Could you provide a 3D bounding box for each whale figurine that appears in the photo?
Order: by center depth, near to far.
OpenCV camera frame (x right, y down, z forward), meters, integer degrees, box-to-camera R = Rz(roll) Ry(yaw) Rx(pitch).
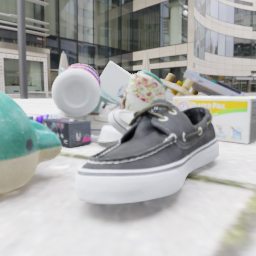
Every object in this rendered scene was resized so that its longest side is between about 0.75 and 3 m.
[{"bbox_3d":[-1.815,0.035,3.692,1.896,1.237,2.384,0,8,5],"label":"whale figurine"}]

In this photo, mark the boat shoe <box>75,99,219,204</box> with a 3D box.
[{"bbox_3d":[0.461,0.122,3.623,1.046,0.991,2.991,-3,4,38],"label":"boat shoe"}]

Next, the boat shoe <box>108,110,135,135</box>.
[{"bbox_3d":[0.383,-0.072,5.300,1.548,0.557,0.508,21,-45,-26],"label":"boat shoe"}]

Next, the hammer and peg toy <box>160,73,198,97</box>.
[{"bbox_3d":[2.164,-0.863,9.017,2.245,0.792,1.652,28,8,-26],"label":"hammer and peg toy"}]

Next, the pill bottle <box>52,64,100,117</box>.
[{"bbox_3d":[-1.246,-1.039,7.113,1.091,1.091,1.940,-1,19,-5],"label":"pill bottle"}]

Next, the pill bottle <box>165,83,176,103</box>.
[{"bbox_3d":[1.740,-1.339,11.431,0.948,0.948,1.713,1,11,10],"label":"pill bottle"}]

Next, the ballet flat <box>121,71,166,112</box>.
[{"bbox_3d":[0.316,-0.701,7.181,1.070,0.905,2.830,31,-2,-1],"label":"ballet flat"}]

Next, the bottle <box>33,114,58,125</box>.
[{"bbox_3d":[-2.682,-0.269,9.434,0.951,0.397,0.310,0,-35,-11],"label":"bottle"}]

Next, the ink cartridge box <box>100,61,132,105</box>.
[{"bbox_3d":[0.205,-1.153,9.602,2.349,1.008,1.720,34,9,1],"label":"ink cartridge box"}]

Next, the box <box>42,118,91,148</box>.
[{"bbox_3d":[-1.355,0.084,6.145,0.996,0.528,0.609,6,10,41],"label":"box"}]

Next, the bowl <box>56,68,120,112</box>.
[{"bbox_3d":[-1.516,-0.896,9.323,2.273,1.189,2.273,31,8,-5],"label":"bowl"}]

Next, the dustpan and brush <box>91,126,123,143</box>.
[{"bbox_3d":[-0.397,0.191,6.146,1.605,0.459,1.120,12,8,30],"label":"dustpan and brush"}]

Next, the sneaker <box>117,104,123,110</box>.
[{"bbox_3d":[0.119,-1.130,12.805,1.162,1.249,2.893,-2,7,-22],"label":"sneaker"}]

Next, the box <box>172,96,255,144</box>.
[{"bbox_3d":[2.191,-0.275,6.989,1.972,0.999,1.109,7,10,41],"label":"box"}]

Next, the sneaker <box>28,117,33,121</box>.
[{"bbox_3d":[-3.905,-0.355,10.090,1.016,0.398,0.383,-5,10,-31],"label":"sneaker"}]

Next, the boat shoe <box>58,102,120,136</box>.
[{"bbox_3d":[-0.548,-0.224,7.174,2.500,0.873,0.886,0,7,-1],"label":"boat shoe"}]

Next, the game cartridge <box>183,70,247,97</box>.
[{"bbox_3d":[2.890,-1.193,9.057,2.219,0.426,1.438,29,1,15],"label":"game cartridge"}]
